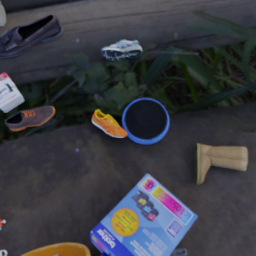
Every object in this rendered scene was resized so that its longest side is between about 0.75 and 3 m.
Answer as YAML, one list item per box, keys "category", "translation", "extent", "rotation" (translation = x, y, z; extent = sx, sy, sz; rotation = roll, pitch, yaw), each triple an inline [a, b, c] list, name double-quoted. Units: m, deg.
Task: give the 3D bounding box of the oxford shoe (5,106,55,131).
- category: "oxford shoe"
  translation: [-3.435, -0.372, 9.851]
  extent: [1.714, 0.622, 0.610]
  rotation: [-24, 75, -7]

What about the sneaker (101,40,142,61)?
- category: "sneaker"
  translation: [-0.277, -3.008, 10.714]
  extent: [1.565, 0.607, 0.675]
  rotation: [-4, 62, -8]

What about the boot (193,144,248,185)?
- category: "boot"
  translation: [3.112, 1.258, 9.422]
  extent: [1.718, 0.568, 1.504]
  rotation: [7, 74, 1]

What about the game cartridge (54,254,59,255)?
- category: "game cartridge"
  translation: [-2.272, 4.293, 8.476]
  extent: [0.507, 0.156, 0.762]
  rotation: [-20, 72, 1]

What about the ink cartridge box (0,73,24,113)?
- category: "ink cartridge box"
  translation: [-4.482, -1.278, 10.182]
  extent: [0.842, 0.489, 1.167]
  rotation: [-35, 77, -9]

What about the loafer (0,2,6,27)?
- category: "loafer"
  translation: [-5.482, -4.872, 11.132]
  extent: [0.762, 0.871, 2.422]
  rotation: [-22, 69, 11]

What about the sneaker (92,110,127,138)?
- category: "sneaker"
  translation: [-0.650, -0.124, 9.702]
  extent: [1.427, 0.550, 0.521]
  rotation: [30, 33, 12]

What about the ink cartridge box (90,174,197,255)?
- category: "ink cartridge box"
  translation: [0.286, 3.088, 8.085]
  extent: [2.005, 1.122, 2.939]
  rotation: [39, 61, 18]

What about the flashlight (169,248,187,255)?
- category: "flashlight"
  translation: [0.386, 4.286, 8.390]
  extent: [2.825, 0.956, 0.960]
  rotation: [0, 35, -4]

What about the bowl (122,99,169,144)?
- category: "bowl"
  translation: [0.628, -0.267, 9.975]
  extent: [1.696, 0.333, 1.696]
  rotation: [0, 74, 0]

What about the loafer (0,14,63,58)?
- category: "loafer"
  translation: [-3.913, -3.588, 10.639]
  extent: [2.812, 0.886, 1.011]
  rotation: [-24, 75, -7]

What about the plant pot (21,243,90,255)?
- category: "plant pot"
  translation: [-2.113, 4.862, 7.481]
  extent: [2.684, 2.684, 2.457]
  rotation: [-11, 90, -3]

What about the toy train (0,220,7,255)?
- category: "toy train"
  translation: [-4.346, 3.536, 8.864]
  extent: [0.969, 0.359, 1.291]
  rotation: [-17, 74, -4]
